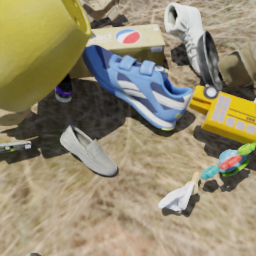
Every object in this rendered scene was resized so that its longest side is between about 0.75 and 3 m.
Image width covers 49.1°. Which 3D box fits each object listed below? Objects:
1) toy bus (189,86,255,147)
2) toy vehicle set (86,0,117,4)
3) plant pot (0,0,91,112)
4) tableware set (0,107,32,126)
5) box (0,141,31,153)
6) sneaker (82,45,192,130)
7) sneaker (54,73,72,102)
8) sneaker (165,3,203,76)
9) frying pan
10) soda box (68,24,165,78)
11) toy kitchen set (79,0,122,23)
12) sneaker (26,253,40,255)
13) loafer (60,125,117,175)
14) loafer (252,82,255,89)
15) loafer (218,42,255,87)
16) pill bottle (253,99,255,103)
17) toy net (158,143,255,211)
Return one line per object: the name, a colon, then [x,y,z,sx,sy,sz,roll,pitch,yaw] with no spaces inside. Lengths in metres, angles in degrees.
toy bus: [2.202,-0.187,5.683,1.984,0.646,0.777,20,80,9]
toy vehicle set: [-0.953,-5.494,10.937,1.216,0.260,1.958,3,54,2]
plant pot: [-1.884,-1.935,5.311,1.946,2.741,2.741,-24,53,14]
tableware set: [-3.175,-0.462,5.585,2.479,2.967,0.344,-14,67,-19]
box: [-2.612,0.424,6.308,0.784,0.431,0.136,-7,97,-21]
sneaker: [0.252,-1.184,6.602,2.832,1.165,1.047,35,34,-7]
sneaker: [-1.817,-1.342,7.492,0.483,0.690,1.388,-10,45,-31]
sneaker: [1.627,-2.443,7.803,1.241,0.791,2.147,-6,76,-42]
frying pan: [2.153,-1.146,7.019,0.419,1.557,2.573,-11,87,29]
soda box: [-0.503,-2.215,8.096,2.929,0.938,0.992,-6,54,-5]
toy kitchen set: [-0.841,-3.955,8.895,1.130,1.020,0.922,-38,69,21]
sneaker: [-0.997,2.742,4.427,0.992,0.698,1.868,-21,53,-16]
loafer: [-0.825,0.496,6.149,1.454,0.507,0.508,35,32,-1]
loafer: [4.086,-1.202,7.647,1.342,0.452,0.510,16,55,11]
loafer: [2.803,-1.452,7.012,0.874,2.592,0.985,-28,90,15]
pill bottle: [4.294,-0.001,5.972,1.710,1.710,2.956,-37,62,-24]
toy net: [1.582,1.052,5.477,2.166,1.136,0.418,-34,87,-14]
